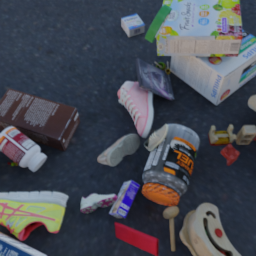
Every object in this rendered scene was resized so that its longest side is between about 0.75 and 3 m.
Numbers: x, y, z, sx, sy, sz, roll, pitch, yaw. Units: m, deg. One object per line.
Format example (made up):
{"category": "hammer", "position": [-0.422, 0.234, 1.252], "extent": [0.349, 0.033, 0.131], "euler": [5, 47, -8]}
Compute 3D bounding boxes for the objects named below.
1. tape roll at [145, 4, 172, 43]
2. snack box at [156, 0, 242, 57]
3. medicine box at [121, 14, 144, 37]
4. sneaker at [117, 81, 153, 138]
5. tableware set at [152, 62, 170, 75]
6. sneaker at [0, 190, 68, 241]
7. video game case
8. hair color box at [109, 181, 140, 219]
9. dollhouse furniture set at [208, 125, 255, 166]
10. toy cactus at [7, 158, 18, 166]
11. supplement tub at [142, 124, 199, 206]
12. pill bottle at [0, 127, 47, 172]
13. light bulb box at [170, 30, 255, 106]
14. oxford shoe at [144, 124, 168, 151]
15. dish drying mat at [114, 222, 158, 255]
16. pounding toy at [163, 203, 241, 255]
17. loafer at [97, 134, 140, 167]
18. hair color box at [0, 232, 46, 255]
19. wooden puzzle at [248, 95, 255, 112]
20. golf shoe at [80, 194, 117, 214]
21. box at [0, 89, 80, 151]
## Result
{"category": "tape roll", "position": [0.824, -2.841, 7.659], "extent": [0.247, 1.026, 1.026], "euler": [32, 63, -2]}
{"category": "snack box", "position": [2.349, -3.385, 9.363], "extent": [2.590, 0.876, 2.184], "euler": [3, 53, 13]}
{"category": "medicine box", "position": [0.198, -4.385, 11.988], "extent": [0.743, 0.420, 0.816], "euler": [-22, 62, -13]}
{"category": "sneaker", "position": [0.191, -0.700, 9.472], "extent": [1.224, 0.882, 2.342], "euler": [11, 51, -8]}
{"category": "tableware set", "position": [0.954, -2.067, 10.539], "extent": [1.267, 0.194, 0.853], "euler": [-9, 70, 13]}
{"category": "sneaker", "position": [-3.121, 2.413, 7.671], "extent": [2.849, 1.113, 1.286], "euler": [-3, 71, 4]}
{"category": "video game case", "position": [0.963, -1.696, 9.928], "extent": [1.648, 0.156, 1.177], "euler": [17, 56, -38]}
{"category": "hair color box", "position": [-0.109, 2.070, 8.097], "extent": [0.337, 0.569, 1.040], "euler": [33, 62, -12]}
{"category": "dollhouse furniture set", "position": [3.805, 0.690, 8.681], "extent": [2.487, 1.011, 1.338], "euler": [-3, 59, -2]}
{"category": "toy cactus", "position": [-3.404, 0.927, 8.976], "extent": [0.668, 0.414, 0.810], "euler": [28, 59, -5]}
{"category": "supplement tub", "position": [1.235, 1.085, 8.265], "extent": [1.329, 1.329, 2.169], "euler": [17, 61, 10]}
{"category": "pill bottle", "position": [-3.224, 0.676, 8.489], "extent": [1.419, 0.802, 0.802], "euler": [38, 66, 2]}
{"category": "light bulb box", "position": [3.207, -2.508, 10.200], "extent": [2.350, 1.479, 2.371], "euler": [-35, 60, -19]}
{"category": "oxford shoe", "position": [0.786, 0.275, 7.946], "extent": [0.295, 1.021, 0.384], "euler": [27, 35, -18]}
{"category": "dish drying mat", "position": [0.204, 2.876, 7.309], "extent": [1.318, 0.506, 0.120], "euler": [10, 25, 35]}
{"category": "pounding toy", "position": [1.947, 2.936, 7.647], "extent": [1.249, 1.254, 2.185], "euler": [-23, 69, -44]}
{"category": "loafer", "position": [-0.267, 0.620, 8.520], "extent": [0.547, 0.626, 1.740], "euler": [-3, 18, 34]}
{"category": "hair color box", "position": [-2.525, 3.430, 6.811], "extent": [2.921, 1.461, 0.884], "euler": [20, 65, 12]}
{"category": "wooden puzzle", "position": [5.811, -0.384, 8.985], "extent": [2.938, 0.680, 2.722], "euler": [-15, 39, -22]}
{"category": "golf shoe", "position": [-0.878, 2.081, 8.139], "extent": [1.114, 0.420, 0.510], "euler": [-18, 45, 0]}
{"category": "box", "position": [-3.040, -0.290, 9.316], "extent": [2.538, 0.951, 1.271], "euler": [17, 61, 11]}
